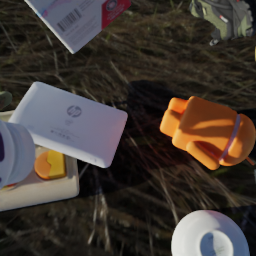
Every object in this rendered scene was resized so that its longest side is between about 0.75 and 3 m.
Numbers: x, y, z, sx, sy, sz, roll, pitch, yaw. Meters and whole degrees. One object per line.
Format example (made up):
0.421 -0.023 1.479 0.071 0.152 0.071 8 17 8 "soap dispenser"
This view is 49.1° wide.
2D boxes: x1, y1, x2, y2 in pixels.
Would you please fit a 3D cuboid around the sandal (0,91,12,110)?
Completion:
-2.957 -0.495 6.320 0.819 0.325 0.234 -41 44 -10 "sandal"

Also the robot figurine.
1.982 0.095 6.777 2.319 1.668 1.352 22 104 9 "robot figurine"

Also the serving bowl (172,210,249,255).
1.823 2.611 6.063 1.685 0.554 1.685 0 65 0 "serving bowl"

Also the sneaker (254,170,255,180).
2.640 1.099 4.964 0.601 1.534 0.505 -5 101 20 "sneaker"

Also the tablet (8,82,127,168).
-1.492 -0.161 7.186 2.701 0.184 1.758 20 57 -1 "tablet"

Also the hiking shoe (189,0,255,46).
1.596 -2.666 5.328 1.169 2.321 0.879 -11 30 38 "hiking shoe"

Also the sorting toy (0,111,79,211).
-2.520 0.631 7.010 2.350 0.463 2.539 -10 66 -5 "sorting toy"

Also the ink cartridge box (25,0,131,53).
-1.396 -3.311 6.153 1.944 2.667 1.104 -39 57 3 "ink cartridge box"

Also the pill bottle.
-2.541 0.392 3.776 1.449 2.581 1.449 -1 87 22 "pill bottle"
